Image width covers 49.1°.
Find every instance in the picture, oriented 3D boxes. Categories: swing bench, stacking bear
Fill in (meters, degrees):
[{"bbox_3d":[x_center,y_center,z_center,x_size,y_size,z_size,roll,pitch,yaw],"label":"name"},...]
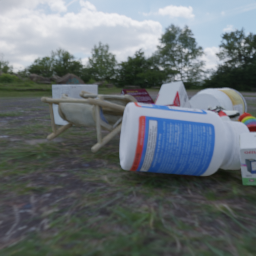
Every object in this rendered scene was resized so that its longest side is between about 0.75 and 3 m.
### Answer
[{"bbox_3d":[-1.175,-0.420,9.783,2.517,1.642,2.530,7,17,39],"label":"swing bench"},{"bbox_3d":[3.980,-0.092,9.221,0.661,0.706,1.162,-21,26,15],"label":"stacking bear"}]

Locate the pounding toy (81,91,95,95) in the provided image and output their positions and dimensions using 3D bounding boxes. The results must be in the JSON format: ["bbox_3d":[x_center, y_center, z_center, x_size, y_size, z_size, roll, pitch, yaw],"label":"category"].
[{"bbox_3d":[-0.746,-1.033,14.698,2.616,1.860,2.408,3,9,21],"label":"pounding toy"}]

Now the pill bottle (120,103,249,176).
[{"bbox_3d":[1.300,0.322,6.681,2.855,1.602,1.602,6,8,-7],"label":"pill bottle"}]

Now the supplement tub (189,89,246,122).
[{"bbox_3d":[4.047,-0.805,12.881,1.993,1.993,2.760,8,12,39],"label":"supplement tub"}]

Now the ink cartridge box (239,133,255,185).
[{"bbox_3d":[2.804,0.666,5.881,0.835,1.149,0.503,-4,37,22],"label":"ink cartridge box"}]

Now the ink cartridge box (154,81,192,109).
[{"bbox_3d":[1.694,-0.488,9.865,0.766,1.828,1.319,-7,39,32],"label":"ink cartridge box"}]

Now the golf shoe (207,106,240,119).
[{"bbox_3d":[3.624,-0.608,10.823,1.349,0.594,0.521,-2,-8,44],"label":"golf shoe"}]

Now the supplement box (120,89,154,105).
[{"bbox_3d":[0.640,-0.758,12.578,1.293,0.723,2.376,-5,49,-30],"label":"supplement box"}]

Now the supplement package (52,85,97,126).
[{"bbox_3d":[-2.937,-1.320,15.640,1.569,2.133,2.040,7,11,37],"label":"supplement package"}]

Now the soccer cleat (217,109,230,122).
[{"bbox_3d":[3.472,0.226,10.147,0.949,1.178,2.767,-27,-22,15],"label":"soccer cleat"}]
